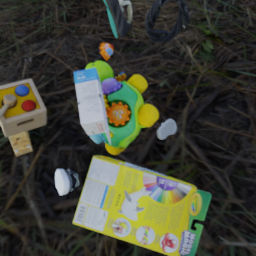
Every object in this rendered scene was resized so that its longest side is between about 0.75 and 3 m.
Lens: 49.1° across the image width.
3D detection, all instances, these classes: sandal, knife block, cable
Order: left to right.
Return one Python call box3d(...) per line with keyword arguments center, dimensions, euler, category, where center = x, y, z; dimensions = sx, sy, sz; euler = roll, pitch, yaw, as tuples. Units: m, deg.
box3d(center=(-4.076, -0.019, 10.305), dimensions=(0.589, 1.616, 1.841), euler=(-20, 100, -13), category="knife block")
box3d(center=(1.144, 0.029, 8.671), dimensions=(0.297, 0.493, 1.210), euler=(-8, 9, 35), category="sandal")
box3d(center=(1.400, -4.151, 10.470), dimensions=(1.768, 2.167, 0.550), euler=(-29, 62, 10), category="cable")

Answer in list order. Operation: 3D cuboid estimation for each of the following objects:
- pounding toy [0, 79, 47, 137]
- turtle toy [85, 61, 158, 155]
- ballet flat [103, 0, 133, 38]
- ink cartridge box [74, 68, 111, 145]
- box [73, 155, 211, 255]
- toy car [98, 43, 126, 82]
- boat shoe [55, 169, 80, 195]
box3d(center=(-3.233, -0.531, 7.894), dimensions=(1.572, 1.117, 1.447), euler=(-21, 67, -26), category="pounding toy")
box3d(center=(-0.475, -0.643, 7.588), dimensions=(1.373, 1.980, 2.717), euler=(10, 50, -37), category="turtle toy")
box3d(center=(-0.430, -4.524, 10.160), dimensions=(1.076, 2.946, 1.076), euler=(-6, 64, 12), category="ballet flat")
box3d(center=(-0.761, -0.399, 6.024), dimensions=(0.500, 0.868, 1.498), euler=(-10, 73, -1), category="ink cartridge box")
box3d(center=(0.317, 1.702, 6.131), dimensions=(2.668, 0.645, 1.565), euler=(17, 88, 6), category="box")
box3d(center=(-0.433, -2.093, 8.748), dimensions=(0.424, 1.274, 0.625), euler=(-28, 23, 18), category="toy car")
box3d(center=(-1.309, 1.161, 6.146), dimensions=(0.503, 1.483, 0.532), euler=(-4, 81, -18), category="boat shoe")
